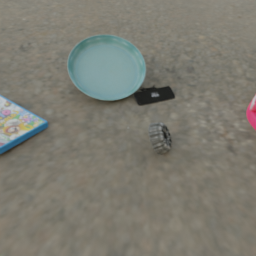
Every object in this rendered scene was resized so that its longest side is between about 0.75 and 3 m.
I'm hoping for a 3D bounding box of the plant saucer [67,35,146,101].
[{"bbox_3d":[-0.768,-2.149,10.111,2.786,0.382,2.786,3,67,-8],"label":"plant saucer"}]

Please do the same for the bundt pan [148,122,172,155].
[{"bbox_3d":[0.914,0.258,7.621,0.351,0.935,0.935,-18,33,25],"label":"bundt pan"}]

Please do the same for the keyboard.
[{"bbox_3d":[0.900,-1.160,9.953,1.425,0.282,0.742,-12,64,-15],"label":"keyboard"}]

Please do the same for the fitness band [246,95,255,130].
[{"bbox_3d":[4.568,-0.309,8.251,1.984,0.517,2.762,33,40,15],"label":"fitness band"}]

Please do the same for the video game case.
[{"bbox_3d":[-4.049,-0.200,8.598,2.607,0.232,1.866,26,42,27],"label":"video game case"}]
